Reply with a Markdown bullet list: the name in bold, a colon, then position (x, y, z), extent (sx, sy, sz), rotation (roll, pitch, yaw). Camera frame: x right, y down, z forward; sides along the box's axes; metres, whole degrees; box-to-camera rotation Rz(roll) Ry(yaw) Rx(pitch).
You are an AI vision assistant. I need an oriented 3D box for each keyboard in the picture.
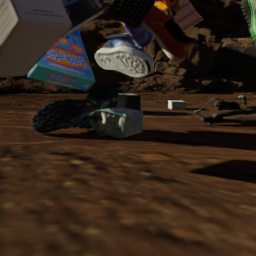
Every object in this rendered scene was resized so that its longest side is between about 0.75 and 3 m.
- **keyboard**: position (0.109, -1.900, 3.684), extent (0.689, 1.148, 0.147), rotation (24, 45, -16)

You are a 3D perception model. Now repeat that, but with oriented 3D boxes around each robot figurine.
- **robot figurine**: position (0.925, -3.149, 6.809), extent (0.309, 0.770, 1.062), rotation (-27, 42, -6)

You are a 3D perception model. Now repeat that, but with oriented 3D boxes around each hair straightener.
- **hair straightener**: position (3.335, -0.617, 8.755), extent (2.534, 0.975, 0.518), rotation (0, 18, -3)

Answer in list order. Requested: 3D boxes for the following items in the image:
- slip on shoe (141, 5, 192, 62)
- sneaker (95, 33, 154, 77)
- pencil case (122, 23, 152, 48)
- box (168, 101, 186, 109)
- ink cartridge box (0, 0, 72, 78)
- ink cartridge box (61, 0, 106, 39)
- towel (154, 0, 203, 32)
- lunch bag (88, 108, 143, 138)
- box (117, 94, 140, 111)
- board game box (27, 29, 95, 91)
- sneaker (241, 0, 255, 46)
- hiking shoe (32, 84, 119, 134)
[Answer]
- **slip on shoe**: position (0.737, -2.217, 5.958), extent (0.645, 1.742, 0.533), rotation (-30, -9, -36)
- **sneaker**: position (0.287, -3.101, 11.052), extent (2.918, 1.176, 2.137), rotation (18, 52, 40)
- **pencil case**: position (0.245, -3.107, 8.485), extent (0.615, 0.685, 1.577), rotation (37, 1, 27)
- **box**: position (2.594, -1.237, 14.947), extent (0.785, 0.405, 1.347), rotation (0, 8, 0)
- **ink cartridge box**: position (-2.559, -2.639, 5.430), extent (1.982, 2.741, 1.154), rotation (-29, -6, 40)
- **ink cartridge box**: position (-1.239, -3.033, 6.731), extent (0.410, 1.040, 2.091), rotation (-25, 22, 42)
- **towel**: position (1.925, -4.645, 11.519), extent (1.597, 0.326, 2.183), rotation (-21, -25, 33)
- **lunch bag**: position (-0.317, -0.165, 6.863), extent (1.092, 0.666, 0.930), rotation (11, 14, 30)
- **box**: position (-0.213, -1.177, 13.084), extent (1.366, 0.849, 1.378), rotation (0, 9, -10)
- **board game box**: position (-2.232, -2.487, 8.526), extent (1.988, 2.614, 0.588), rotation (7, -35, -47)
- **sneaker**: position (3.955, -2.910, 7.938), extent (0.936, 2.197, 0.857), rotation (-21, -15, 37)
- **hiking shoe**: position (-1.272, -0.263, 7.392), extent (2.374, 1.029, 0.883), rotation (-22, 47, -18)
